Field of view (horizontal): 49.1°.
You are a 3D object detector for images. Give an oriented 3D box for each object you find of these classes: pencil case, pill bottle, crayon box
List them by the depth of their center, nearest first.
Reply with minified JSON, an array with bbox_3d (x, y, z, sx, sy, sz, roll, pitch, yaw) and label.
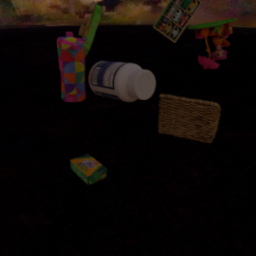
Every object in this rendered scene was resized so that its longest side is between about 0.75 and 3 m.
[{"bbox_3d":[-1.130,1.154,7.903,0.609,0.299,1.026,-18,31,-34],"label":"crayon box"},{"bbox_3d":[-0.199,-1.471,8.921,1.189,1.189,2.142,-21,27,-37],"label":"pill bottle"},{"bbox_3d":[-1.808,-1.905,9.095,0.950,2.149,0.950,4,32,-3],"label":"pencil case"}]

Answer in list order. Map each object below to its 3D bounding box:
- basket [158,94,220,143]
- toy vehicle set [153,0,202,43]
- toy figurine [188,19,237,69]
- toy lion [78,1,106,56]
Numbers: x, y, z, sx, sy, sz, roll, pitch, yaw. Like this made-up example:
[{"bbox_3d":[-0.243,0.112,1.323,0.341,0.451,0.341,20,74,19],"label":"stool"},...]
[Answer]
[{"bbox_3d":[2.233,-0.565,10.084,2.052,1.529,1.465,11,28,24],"label":"basket"},{"bbox_3d":[1.707,-3.952,9.812,0.990,1.594,0.211,34,22,-1],"label":"toy vehicle set"},{"bbox_3d":[3.321,-3.168,10.841,1.874,1.725,1.407,-14,22,-8],"label":"toy figurine"},{"bbox_3d":[-1.505,-3.678,10.853,0.627,1.827,1.751,18,46,-21],"label":"toy lion"}]
